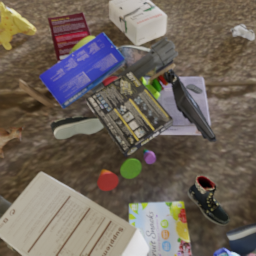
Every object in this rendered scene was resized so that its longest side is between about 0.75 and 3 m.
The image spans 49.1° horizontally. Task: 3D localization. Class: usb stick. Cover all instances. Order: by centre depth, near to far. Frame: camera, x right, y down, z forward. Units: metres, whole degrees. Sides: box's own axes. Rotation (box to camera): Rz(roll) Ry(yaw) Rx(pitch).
[{"bbox_3d":[1.079,-2.182,10.714,1.643,0.456,0.268,-38,104,-23],"label":"usb stick"}]

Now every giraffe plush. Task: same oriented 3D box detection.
[{"bbox_3d":[-4.938,-4.059,11.571,1.520,1.762,1.429,41,98,11],"label":"giraffe plush"}]

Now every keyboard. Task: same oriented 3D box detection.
[{"bbox_3d":[1.456,-0.781,7.354,0.384,1.798,2.995,-34,12,15],"label":"keyboard"}]

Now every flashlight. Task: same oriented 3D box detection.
[{"bbox_3d":[0.210,-1.703,8.837,2.809,0.954,0.951,-35,48,6],"label":"flashlight"}]

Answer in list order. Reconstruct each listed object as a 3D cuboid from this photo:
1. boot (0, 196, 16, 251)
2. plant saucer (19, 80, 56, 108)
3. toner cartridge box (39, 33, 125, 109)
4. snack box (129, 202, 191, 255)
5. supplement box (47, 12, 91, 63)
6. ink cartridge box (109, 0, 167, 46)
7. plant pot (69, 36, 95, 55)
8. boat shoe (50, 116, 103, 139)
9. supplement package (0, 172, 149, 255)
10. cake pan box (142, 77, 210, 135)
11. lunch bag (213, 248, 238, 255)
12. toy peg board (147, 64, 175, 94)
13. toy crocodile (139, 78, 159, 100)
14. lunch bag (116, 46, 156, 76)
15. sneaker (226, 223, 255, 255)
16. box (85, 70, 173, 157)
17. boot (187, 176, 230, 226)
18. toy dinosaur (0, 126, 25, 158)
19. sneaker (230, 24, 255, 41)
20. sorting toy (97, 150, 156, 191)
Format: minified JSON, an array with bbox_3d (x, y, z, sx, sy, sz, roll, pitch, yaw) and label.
[{"bbox_3d":[-3.324,2.114,7.694,2.041,0.741,1.856,24,57,23],"label":"boot"},{"bbox_3d":[-3.049,-1.102,9.375,1.425,1.425,0.210,34,88,21],"label":"plant saucer"},{"bbox_3d":[-1.350,-1.725,8.430,2.346,0.506,1.114,-37,84,-9],"label":"toner cartridge box"},{"bbox_3d":[0.777,2.853,7.151,1.496,0.600,1.773,-2,54,1],"label":"snack box"},{"bbox_3d":[-2.215,-3.353,11.217,1.528,0.855,2.808,-13,59,-10],"label":"supplement box"},{"bbox_3d":[0.411,-4.791,12.187,1.622,0.936,2.220,-28,60,-18],"label":"ink cartridge box"},{"bbox_3d":[-1.486,-2.512,9.483,0.993,0.993,1.062,25,34,16],"label":"plant pot"},{"bbox_3d":[-1.543,-0.129,8.820,1.758,0.665,0.530,-9,46,-34],"label":"boat shoe"},{"bbox_3d":[-1.214,2.530,6.324,2.827,1.652,1.658,22,61,27],"label":"supplement package"},{"bbox_3d":[1.486,-0.792,9.628,2.394,0.626,2.205,-1,53,2],"label":"cake pan box"},{"bbox_3d":[2.605,3.547,5.450,2.207,2.596,1.654,29,64,18],"label":"lunch bag"},{"bbox_3d":[1.141,-1.506,9.052,0.923,0.927,0.454,-32,83,-4],"label":"toy peg board"},{"bbox_3d":[0.053,-1.224,9.389,2.450,0.827,0.756,15,69,42],"label":"toy crocodile"},{"bbox_3d":[0.136,-2.367,9.690,1.603,0.942,1.314,10,14,-11],"label":"lunch bag"},{"bbox_3d":[3.772,2.833,7.084,2.391,0.839,0.981,-15,71,2],"label":"sneaker"},{"bbox_3d":[0.005,-0.444,7.725,1.610,0.491,1.998,-35,68,-6],"label":"box"},{"bbox_3d":[2.221,1.948,7.515,0.496,1.038,1.374,-36,63,-22],"label":"boot"},{"bbox_3d":[-4.040,0.237,8.960,1.600,0.687,1.084,17,49,26],"label":"toy dinosaur"},{"bbox_3d":[4.886,-4.035,12.015,0.608,0.397,1.058,-19,52,-12],"label":"sneaker"},{"bbox_3d":[-0.113,1.133,8.299,1.862,0.646,0.641,-28,30,-6],"label":"sorting toy"}]
